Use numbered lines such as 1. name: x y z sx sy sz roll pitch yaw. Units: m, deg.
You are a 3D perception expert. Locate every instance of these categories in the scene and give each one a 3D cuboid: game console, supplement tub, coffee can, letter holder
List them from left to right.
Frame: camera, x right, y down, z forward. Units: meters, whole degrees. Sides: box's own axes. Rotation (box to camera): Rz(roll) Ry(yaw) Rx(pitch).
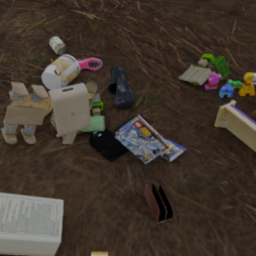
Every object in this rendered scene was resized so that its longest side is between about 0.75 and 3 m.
1. coffee can: -4.141 -4.833 16.456 0.740 0.740 1.011 -20 47 -21
2. supplement tub: -3.295 -2.682 13.736 1.235 1.235 1.710 17 46 18
3. game console: -0.200 0.235 11.240 2.617 0.316 1.544 -33 52 -29
4. letter holder: 0.954 2.231 8.688 0.559 0.790 1.111 -12 43 -13

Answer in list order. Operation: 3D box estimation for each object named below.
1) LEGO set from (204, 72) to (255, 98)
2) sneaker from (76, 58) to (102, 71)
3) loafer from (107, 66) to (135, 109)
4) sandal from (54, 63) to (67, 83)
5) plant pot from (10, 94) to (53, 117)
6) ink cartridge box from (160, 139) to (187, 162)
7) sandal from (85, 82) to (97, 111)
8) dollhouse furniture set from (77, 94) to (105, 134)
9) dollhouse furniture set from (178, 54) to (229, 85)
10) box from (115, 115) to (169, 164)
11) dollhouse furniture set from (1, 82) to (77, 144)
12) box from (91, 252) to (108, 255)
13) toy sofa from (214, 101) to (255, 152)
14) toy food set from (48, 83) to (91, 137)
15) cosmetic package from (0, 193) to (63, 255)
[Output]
1. LEGO set: 5.246 -2.204 13.268 2.831 1.162 1.080 -4 43 -5
2. sneaker: -2.310 -3.497 15.138 1.793 0.708 0.855 -7 32 -9
3. loafer: -0.498 -1.998 13.166 1.008 0.975 2.872 -4 45 -17
4. sandal: -3.100 -2.491 12.498 0.397 0.443 1.208 -1 50 -38
5. plant pot: -4.289 -0.866 12.476 1.946 0.267 1.946 1 43 -1
6. ink cartridge box: 1.552 0.772 10.620 0.962 0.226 0.951 -33 43 -29
7. sandal: -1.636 -1.391 11.593 0.670 0.450 1.667 26 50 -13
8. dollhouse furniture set: -1.621 -0.673 11.557 1.191 0.912 1.818 -7 35 -1
9. dollhouse furniture set: 3.860 -2.684 14.325 2.113 1.061 1.385 -43 36 -14
10. box: 0.493 0.439 9.783 1.116 1.629 0.325 -37 25 24
11. dollhouse furniture set: -3.292 -0.287 10.550 2.399 2.103 1.594 2 33 -39
12. box: -0.794 3.744 7.509 0.461 0.161 0.774 1 45 1
13. toy sofa: 4.746 0.048 10.877 1.257 1.067 2.577 -21 47 -20
14. toy food set: -1.836 -0.539 8.876 1.136 1.583 0.478 -19 37 -26
15. cosmetic package: -3.144 2.589 7.555 2.582 0.944 1.337 12 40 -18
